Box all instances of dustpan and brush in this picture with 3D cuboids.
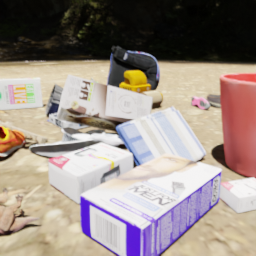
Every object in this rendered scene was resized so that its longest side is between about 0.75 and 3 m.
[{"bbox_3d":[-1.099,0.353,7.412,2.872,0.822,2.004,15,23,41],"label":"dustpan and brush"}]

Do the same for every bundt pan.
[{"bbox_3d":[-2.984,-1.108,11.612,0.505,1.346,1.346,19,9,-23],"label":"bundt pan"}]

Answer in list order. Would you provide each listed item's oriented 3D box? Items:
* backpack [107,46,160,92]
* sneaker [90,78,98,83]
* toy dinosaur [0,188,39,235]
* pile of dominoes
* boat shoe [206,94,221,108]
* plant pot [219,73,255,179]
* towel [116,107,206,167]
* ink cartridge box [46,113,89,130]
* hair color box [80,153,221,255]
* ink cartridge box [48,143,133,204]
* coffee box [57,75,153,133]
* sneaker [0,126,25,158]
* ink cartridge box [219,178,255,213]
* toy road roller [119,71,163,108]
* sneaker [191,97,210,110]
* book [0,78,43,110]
[{"bbox_3d":[0.385,-2.814,15.233,2.686,2.820,2.172,9,6,18],"label":"backpack"},{"bbox_3d":[-1.614,-1.865,13.649,2.514,1.114,0.967,-5,39,-25],"label":"sneaker"},{"bbox_3d":[-2.086,1.429,4.427,1.199,0.515,0.813,28,32,-8],"label":"toy dinosaur"},{"bbox_3d":[-3.145,0.163,8.171,1.469,0.234,1.145,18,-6,9],"label":"pile of dominoes"},{"bbox_3d":[5.106,-1.435,12.854,2.910,1.067,1.084,8,19,24],"label":"boat shoe"},{"bbox_3d":[3.290,-0.085,6.522,2.468,2.184,2.468,-1,17,0],"label":"plant pot"},{"bbox_3d":[0.864,0.349,6.820,2.181,1.602,0.260,-19,-20,-41],"label":"towel"},{"bbox_3d":[-2.276,-0.317,10.392,0.911,0.359,1.832,-16,22,-37],"label":"ink cartridge box"},{"bbox_3d":[0.489,1.206,4.790,1.277,0.757,2.337,14,20,40],"label":"hair color box"},{"bbox_3d":[-0.782,0.891,5.995,1.097,0.637,1.487,16,24,42],"label":"ink cartridge box"},{"bbox_3d":[-0.691,-0.550,8.048,2.439,0.974,1.379,12,-15,-16],"label":"coffee box"},{"bbox_3d":[-3.363,0.264,7.846,0.700,0.740,1.918,-3,11,-5],"label":"sneaker"},{"bbox_3d":[2.231,1.257,5.301,0.804,0.333,0.589,-5,18,-17],"label":"ink cartridge box"},{"bbox_3d":[0.519,-1.841,13.257,1.351,1.605,2.199,-15,22,-40],"label":"toy road roller"},{"bbox_3d":[3.502,-1.154,13.050,0.657,0.544,1.377,6,15,-19],"label":"sneaker"},{"bbox_3d":[-5.023,-1.563,12.791,2.016,1.347,0.484,-7,17,-21],"label":"book"}]
